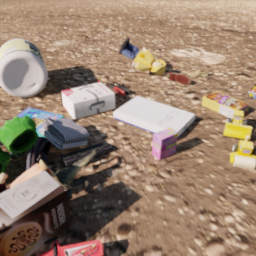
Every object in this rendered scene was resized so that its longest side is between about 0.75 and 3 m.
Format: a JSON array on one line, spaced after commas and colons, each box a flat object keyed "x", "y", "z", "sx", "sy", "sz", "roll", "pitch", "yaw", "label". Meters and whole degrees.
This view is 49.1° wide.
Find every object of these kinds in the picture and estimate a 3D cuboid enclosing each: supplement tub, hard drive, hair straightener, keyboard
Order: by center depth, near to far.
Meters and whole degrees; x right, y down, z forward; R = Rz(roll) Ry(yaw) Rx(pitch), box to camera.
[{"x": -1.277, "y": 0.880, "z": 9.190, "sx": 1.726, "sy": 0.178, "sz": 1.097, "roll": -18, "pitch": 31, "yaw": -31, "label": "keyboard"}, {"x": 1.045, "y": -0.462, "z": 11.268, "sx": 2.753, "sy": 0.349, "sz": 1.816, "roll": 21, "pitch": 39, "yaw": 29, "label": "hard drive"}, {"x": -5.138, "y": -2.986, "z": 13.494, "sx": 2.165, "sy": 2.165, "sz": 2.986, "roll": -12, "pitch": 35, "yaw": -17, "label": "supplement tub"}, {"x": -0.502, "y": -1.978, "z": 13.732, "sx": 0.651, "sy": 0.346, "sz": 1.691, "roll": -24, "pitch": 35, "yaw": -33, "label": "hair straightener"}]

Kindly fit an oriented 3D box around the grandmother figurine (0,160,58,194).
[{"x": -2.890, "y": 1.681, "z": 7.194, "sx": 2.045, "sy": 1.240, "sz": 0.619, "roll": -41, "pitch": 13, "yaw": -13, "label": "grandmother figurine"}]

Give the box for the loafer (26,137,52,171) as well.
[{"x": -2.784, "y": 0.874, "z": 8.869, "sx": 0.679, "sy": 0.775, "sz": 2.155, "roll": 1, "pitch": 27, "yaw": -14, "label": "loafer"}]

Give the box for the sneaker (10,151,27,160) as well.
[{"x": -3.677, "y": 0.665, "z": 9.555, "sx": 0.497, "sy": 0.438, "sz": 1.115, "roll": -13, "pitch": 34, "yaw": 30, "label": "sneaker"}]

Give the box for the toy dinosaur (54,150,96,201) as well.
[{"x": -1.660, "y": 1.502, "z": 7.882, "sx": 2.393, "sy": 0.568, "sz": 1.055, "roll": -30, "pitch": 59, "yaw": -25, "label": "toy dinosaur"}]

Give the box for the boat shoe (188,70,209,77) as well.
[{"x": 3.803, "y": -3.004, "z": 15.197, "sx": 1.118, "sy": 0.361, "sz": 0.398, "roll": -2, "pitch": 33, "yaw": -3, "label": "boat shoe"}]

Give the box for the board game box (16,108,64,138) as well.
[{"x": -3.530, "y": -0.180, "z": 10.799, "sx": 1.722, "sy": 0.388, "sz": 1.310, "roll": 13, "pitch": 35, "yaw": 19, "label": "board game box"}]

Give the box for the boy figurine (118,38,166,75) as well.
[{"x": 0.782, "y": -3.665, "z": 15.013, "sx": 2.674, "sy": 0.861, "sz": 1.662, "roll": 34, "pitch": 53, "yaw": 4, "label": "boy figurine"}]

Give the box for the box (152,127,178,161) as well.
[{"x": 1.217, "y": 0.527, "z": 9.293, "sx": 0.744, "sy": 0.846, "sz": 0.409, "roll": -21, "pitch": 38, "yaw": -30, "label": "box"}]

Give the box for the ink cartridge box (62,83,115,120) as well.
[{"x": -1.686, "y": -1.193, "z": 11.994, "sx": 1.908, "sy": 0.809, "sz": 1.389, "roll": -16, "pitch": 36, "yaw": -26, "label": "ink cartridge box"}]

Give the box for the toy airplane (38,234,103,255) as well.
[{"x": -1.393, "y": 3.087, "z": 5.756, "sx": 2.050, "sy": 0.377, "sz": 2.050, "roll": -4, "pitch": 35, "yaw": 3, "label": "toy airplane"}]

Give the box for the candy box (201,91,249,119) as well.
[{"x": 4.141, "y": -0.995, "z": 12.001, "sx": 0.976, "sy": 0.473, "sz": 1.674, "roll": -23, "pitch": 41, "yaw": -33, "label": "candy box"}]

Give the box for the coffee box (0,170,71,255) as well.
[{"x": -2.551, "y": 2.195, "z": 6.234, "sx": 0.958, "sy": 1.357, "sz": 2.400, "roll": 30, "pitch": 44, "yaw": 35, "label": "coffee box"}]

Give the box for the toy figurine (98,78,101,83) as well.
[{"x": -1.646, "y": -2.039, "z": 13.599, "sx": 0.610, "sy": 0.537, "sz": 1.018, "roll": -6, "pitch": 32, "yaw": 1, "label": "toy figurine"}]

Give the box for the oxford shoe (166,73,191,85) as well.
[{"x": 2.666, "y": -2.594, "z": 14.481, "sx": 1.316, "sy": 0.464, "sz": 0.492, "roll": 25, "pitch": 28, "yaw": 21, "label": "oxford shoe"}]

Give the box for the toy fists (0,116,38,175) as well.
[{"x": -3.728, "y": 0.617, "z": 8.428, "sx": 2.395, "sy": 0.823, "sz": 1.221, "roll": -46, "pitch": 48, "yaw": -5, "label": "toy fists"}]

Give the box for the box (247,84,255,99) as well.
[{"x": 6.495, "y": -1.736, "z": 13.263, "sx": 1.131, "sy": 0.329, "sz": 1.652, "roll": 23, "pitch": 39, "yaw": 31, "label": "box"}]

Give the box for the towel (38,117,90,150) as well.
[{"x": -2.201, "y": 0.128, "z": 9.739, "sx": 1.422, "sy": 0.609, "sz": 1.177, "roll": 35, "pitch": 28, "yaw": 29, "label": "towel"}]

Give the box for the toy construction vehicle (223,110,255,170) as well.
[{"x": 4.551, "y": 0.304, "z": 9.494, "sx": 2.455, "sy": 0.993, "sz": 2.819, "roll": 11, "pitch": 35, "yaw": 17, "label": "toy construction vehicle"}]
